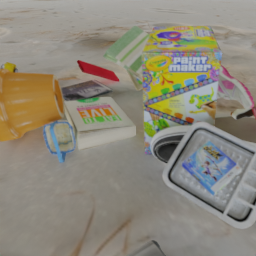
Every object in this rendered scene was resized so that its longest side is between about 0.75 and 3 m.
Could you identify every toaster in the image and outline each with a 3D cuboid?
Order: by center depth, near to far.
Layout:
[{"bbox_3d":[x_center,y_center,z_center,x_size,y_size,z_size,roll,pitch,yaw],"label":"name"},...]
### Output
[{"bbox_3d":[0.300,2.061,4.000,0.595,0.523,0.921,-18,36,-23],"label":"toaster"}]

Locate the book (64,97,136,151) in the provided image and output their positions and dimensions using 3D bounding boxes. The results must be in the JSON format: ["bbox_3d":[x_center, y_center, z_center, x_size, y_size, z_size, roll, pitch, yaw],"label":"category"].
[{"bbox_3d":[-0.882,-0.265,7.971,1.533,0.551,2.295,-10,28,-18],"label":"book"}]

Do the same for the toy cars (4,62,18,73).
[{"bbox_3d":[-3.850,-1.321,8.515,1.607,0.721,0.356,-34,4,31],"label":"toy cars"}]

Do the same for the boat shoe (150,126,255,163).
[{"bbox_3d":[1.887,0.770,5.799,2.993,1.046,0.991,15,32,8],"label":"boat shoe"}]

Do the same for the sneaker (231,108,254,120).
[{"bbox_3d":[3.304,-0.465,8.064,0.765,0.278,0.324,-11,30,-19],"label":"sneaker"}]

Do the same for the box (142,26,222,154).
[{"bbox_3d":[1.332,-1.065,7.208,1.614,2.548,2.645,2,30,10],"label":"box"}]

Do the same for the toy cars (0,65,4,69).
[{"bbox_3d":[-5.445,-1.980,10.808,2.262,0.501,1.014,-17,-2,-28],"label":"toy cars"}]

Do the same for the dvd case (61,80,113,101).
[{"bbox_3d":[-1.594,-1.345,10.126,1.693,0.135,1.259,-21,36,-31],"label":"dvd case"}]

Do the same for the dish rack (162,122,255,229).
[{"bbox_3d":[1.662,0.824,5.169,1.726,0.376,1.481,29,74,19],"label":"dish rack"}]

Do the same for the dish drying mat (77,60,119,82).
[{"bbox_3d":[-1.106,-2.117,10.584,1.733,0.158,0.666,8,38,-46],"label":"dish drying mat"}]

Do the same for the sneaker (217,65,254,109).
[{"bbox_3d":[3.219,-1.310,9.309,2.141,0.944,0.871,51,25,24],"label":"sneaker"}]

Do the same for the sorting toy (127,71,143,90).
[{"bbox_3d":[0.571,-2.037,10.285,1.066,0.194,0.987,-31,68,14],"label":"sorting toy"}]

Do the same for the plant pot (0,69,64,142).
[{"bbox_3d":[-2.573,-0.667,7.132,1.652,1.804,1.804,-9,31,-2],"label":"plant pot"}]

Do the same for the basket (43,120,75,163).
[{"bbox_3d":[-1.651,0.237,6.724,0.707,0.897,1.017,-9,22,1],"label":"basket"}]

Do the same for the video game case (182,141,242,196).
[{"bbox_3d":[1.450,0.684,4.890,0.686,0.172,0.757,-35,60,-19],"label":"video game case"}]

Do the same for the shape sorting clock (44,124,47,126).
[{"bbox_3d":[-2.675,-0.441,8.447,1.475,0.289,1.475,0,30,0],"label":"shape sorting clock"}]

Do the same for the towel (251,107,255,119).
[{"bbox_3d":[3.847,-0.255,7.653,0.099,0.639,0.884,-51,44,-5],"label":"towel"}]

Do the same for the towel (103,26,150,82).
[{"bbox_3d":[0.814,-2.403,10.117,2.825,0.331,2.155,35,58,7],"label":"towel"}]
